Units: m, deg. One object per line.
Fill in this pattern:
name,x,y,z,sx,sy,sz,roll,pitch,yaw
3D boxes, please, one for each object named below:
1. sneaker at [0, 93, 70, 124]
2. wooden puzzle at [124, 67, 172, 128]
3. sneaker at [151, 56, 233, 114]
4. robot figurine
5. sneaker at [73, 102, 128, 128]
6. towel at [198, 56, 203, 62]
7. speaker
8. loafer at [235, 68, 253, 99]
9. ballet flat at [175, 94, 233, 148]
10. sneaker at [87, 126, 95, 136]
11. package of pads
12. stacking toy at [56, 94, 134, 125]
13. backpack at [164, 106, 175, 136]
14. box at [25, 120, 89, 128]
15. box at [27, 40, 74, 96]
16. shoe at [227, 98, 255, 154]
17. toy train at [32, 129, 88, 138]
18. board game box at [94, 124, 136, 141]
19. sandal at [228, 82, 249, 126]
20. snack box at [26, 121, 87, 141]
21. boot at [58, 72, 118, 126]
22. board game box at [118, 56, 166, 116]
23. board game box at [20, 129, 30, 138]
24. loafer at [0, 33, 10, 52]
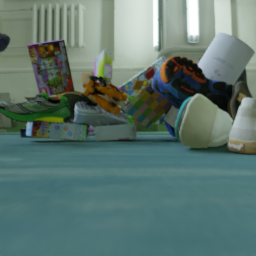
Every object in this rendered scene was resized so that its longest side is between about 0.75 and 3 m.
sneaker,-2.193,-0.522,6.611,1.634,0.696,0.637,1,18,-15
wooden puzzle,0.710,-0.710,8.200,0.163,1.377,2.321,49,9,37
sneaker,1.793,-0.748,7.027,2.885,1.087,1.132,33,-18,-21
robot figurine,-0.700,-0.914,7.856,1.253,0.908,0.365,29,17,0
sneaker,-0.824,-0.310,8.344,1.694,0.694,0.633,11,32,-22
towel,2.892,-2.202,9.639,0.620,0.863,0.098,-34,0,9
speaker,2.306,-1.177,8.139,1.206,2.970,1.206,29,12,-7
loafer,3.925,-1.592,10.409,1.000,2.660,0.927,-19,11,12
ballet flat,1.511,-0.044,5.170,0.944,0.944,2.718,0,-1,18
sneaker,-1.561,-0.163,15.123,2.146,0.949,0.863,-17,-7,29
package of pads,-0.720,-1.720,8.125,0.319,0.934,0.722,8,-16,-29
stacking toy,-1.165,-0.669,10.889,2.775,0.652,2.092,37,19,11
backpack,2.081,-0.772,9.868,1.916,1.557,1.607,-25,6,1
box,-3.756,-0.070,15.090,2.127,0.657,2.664,-16,-9,33
box,-1.861,-1.442,6.834,0.868,1.269,0.248,-13,22,-11
shoe,2.667,-0.024,4.181,2.737,0.730,0.957,0,0,-26
toy train,-2.780,0.174,10.537,2.952,0.504,0.676,1,12,32
board game box,-0.325,0.144,8.222,1.003,0.437,1.359,-3,0,9
sandal,2.549,-0.430,6.119,0.472,0.706,1.728,-11,35,38
snack box,-2.031,0.080,7.844,1.442,0.488,1.216,8,-4,-26
boot,-1.362,-1.168,9.710,2.454,0.927,2.803,28,25,-33
board game box,0.589,-1.420,9.683,1.973,1.035,1.016,-30,10,36
board game box,-3.313,0.210,12.265,2.218,0.384,1.503,0,0,4
loafer,-3.394,-2.135,6.550,0.568,0.648,1.803,33,8,-7
